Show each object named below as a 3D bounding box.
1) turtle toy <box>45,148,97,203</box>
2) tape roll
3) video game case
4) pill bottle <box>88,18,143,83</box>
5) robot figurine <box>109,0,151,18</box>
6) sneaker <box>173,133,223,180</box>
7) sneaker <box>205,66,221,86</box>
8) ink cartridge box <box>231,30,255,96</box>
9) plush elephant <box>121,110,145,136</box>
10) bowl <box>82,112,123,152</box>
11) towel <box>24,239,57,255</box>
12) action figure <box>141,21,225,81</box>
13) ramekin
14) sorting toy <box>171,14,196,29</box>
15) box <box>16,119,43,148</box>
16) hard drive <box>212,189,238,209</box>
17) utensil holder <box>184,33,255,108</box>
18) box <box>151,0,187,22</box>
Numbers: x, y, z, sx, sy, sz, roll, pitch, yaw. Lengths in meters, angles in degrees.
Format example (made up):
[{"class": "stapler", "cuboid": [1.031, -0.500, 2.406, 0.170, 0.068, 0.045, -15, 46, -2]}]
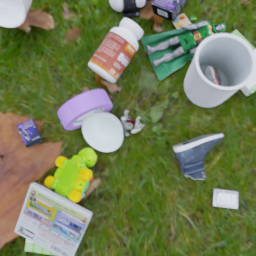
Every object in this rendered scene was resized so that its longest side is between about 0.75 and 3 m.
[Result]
[{"class": "turtle toy", "cuboid": [-1.705, 1.528, 9.219, 1.410, 0.978, 1.935, 21, 78, 26]}, {"class": "tape roll", "cuboid": [-1.415, -0.583, 9.282, 1.748, 1.748, 0.574, -27, 80, -5]}, {"class": "video game case", "cuboid": [-2.364, 2.950, 8.729, 2.094, 0.231, 1.906, 26, 107, 6]}, {"class": "pill bottle", "cuboid": [-0.386, -2.689, 9.727, 1.147, 1.147, 2.045, 35, 92, 7]}, {"class": "robot figurine", "cuboid": [0.082, -4.990, 10.585, 1.661, 1.037, 1.248, -12, 77, -4]}, {"class": "sneaker", "cuboid": [2.543, 0.991, 9.531, 1.905, 0.724, 1.377, -18, 90, -16]}, {"class": "sneaker", "cuboid": [3.171, -1.605, 10.012, 0.523, 0.492, 1.277, -9, 86, -26]}, {"class": "ink cartridge box", "cuboid": [4.284, -2.513, 10.345, 1.633, 0.538, 2.244, -38, 83, -7]}, {"class": "plush elephant", "cuboid": [0.186, -0.126, 9.740, 0.703, 0.748, 0.908, -4, 107, 13]}, {"class": "bowl", "cuboid": [-0.771, 0.037, 9.561, 1.490, 0.670, 1.490, 9, 121, 16]}, {"class": "towel", "cuboid": [-2.754, 3.353, 9.284, 1.139, 0.234, 1.527, 7, 80, 4]}, {"class": "action figure", "cuboid": [2.179, -3.152, 10.303, 2.995, 0.819, 1.769, -24, 91, -1]}, {"class": "ramekin", "cuboid": [-3.961, -4.191, 8.806, 1.833, 1.833, 0.893, 12, 57, 2]}, {"class": "sorting toy", "cuboid": [2.152, -4.177, 10.797, 0.885, 0.130, 0.654, -25, 65, -5]}, {"class": "box", "cuboid": [-3.429, 0.192, 9.745, 0.609, 0.430, 0.823, -26, 78, -17]}, {"class": "hard drive", "cuboid": [3.283, 2.402, 9.483, 0.850, 0.161, 0.594, 7, 78, 2]}, {"class": "utensil holder", "cuboid": [2.884, -1.757, 9.331, 1.836, 2.160, 1.836, 0, 78, -1]}, {"class": "box", "cuboid": [1.624, -4.847, 10.598, 0.935, 0.659, 1.264, 29, 85, 18]}]
